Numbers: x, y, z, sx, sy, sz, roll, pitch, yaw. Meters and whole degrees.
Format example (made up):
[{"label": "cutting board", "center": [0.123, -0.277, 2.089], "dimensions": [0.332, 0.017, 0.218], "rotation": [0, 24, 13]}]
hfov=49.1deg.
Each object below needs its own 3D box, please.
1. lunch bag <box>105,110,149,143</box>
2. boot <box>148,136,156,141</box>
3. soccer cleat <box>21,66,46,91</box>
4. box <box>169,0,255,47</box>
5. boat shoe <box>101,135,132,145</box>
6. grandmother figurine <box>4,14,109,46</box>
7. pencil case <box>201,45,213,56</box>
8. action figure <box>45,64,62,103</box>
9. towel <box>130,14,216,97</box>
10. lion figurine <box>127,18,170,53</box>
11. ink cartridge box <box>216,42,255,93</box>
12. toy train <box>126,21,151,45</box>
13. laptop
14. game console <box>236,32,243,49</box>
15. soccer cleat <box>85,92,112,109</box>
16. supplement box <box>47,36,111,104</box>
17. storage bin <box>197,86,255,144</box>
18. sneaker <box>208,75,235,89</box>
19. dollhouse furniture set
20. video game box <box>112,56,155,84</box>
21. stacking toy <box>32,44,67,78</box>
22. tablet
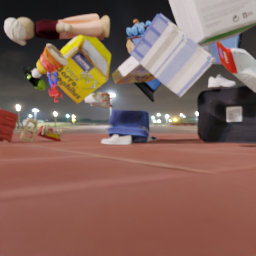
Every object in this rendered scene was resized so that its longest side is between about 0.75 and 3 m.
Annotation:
[{"label": "lunch bag", "center": [-0.028, 0.023, 10.016], "dimensions": [1.567, 1.037, 1.064], "rotation": [2, -21, 9]}, {"label": "boot", "center": [0.905, 0.440, 12.561], "dimensions": [0.767, 0.282, 0.367], "rotation": [1, -8, -33]}, {"label": "soccer cleat", "center": [-3.267, -1.732, 9.461], "dimensions": [1.223, 0.413, 0.496], "rotation": [44, 8, 17]}, {"label": "box", "center": [1.998, -2.861, 6.561], "dimensions": [1.559, 1.566, 1.342], "rotation": [-19, 5, -5]}, {"label": "boat shoe", "center": [-0.381, 0.380, 9.237], "dimensions": [0.992, 0.326, 0.357], "rotation": [0, -1, 9]}, {"label": "grandmother figurine", "center": [-1.916, -2.667, 7.562], "dimensions": [2.618, 0.793, 1.588], "rotation": [-9, 3, -22]}, {"label": "pencil case", "center": [1.925, -2.905, 8.321], "dimensions": [0.848, 2.039, 0.925], "rotation": [-16, 14, -7]}, {"label": "action figure", "center": [-1.852, -1.064, 7.011], "dimensions": [0.308, 0.943, 0.467], "rotation": [-8, -6, -11]}, {"label": "towel", "center": [0.961, -1.584, 6.252], "dimensions": [1.607, 1.180, 0.191], "rotation": [40, 30, 0]}, {"label": "lion figurine", "center": [0.846, -3.419, 10.517], "dimensions": [2.017, 1.235, 0.731], "rotation": [-15, -12, -12]}, {"label": "ink cartridge box", "center": [3.707, -2.207, 9.320], "dimensions": [1.853, 1.483, 0.438], "rotation": [31, -47, -25]}, {"label": "toy train", "center": [0.375, -2.713, 8.205], "dimensions": [0.469, 0.618, 1.082], "rotation": [-35, 27, -25]}, {"label": "laptop", "center": [0.822, -2.520, 12.846], "dimensions": [1.192, 2.046, 2.308], "rotation": [-43, 13, 16]}, {"label": "game console", "center": [3.497, -3.202, 10.354], "dimensions": [1.435, 1.623, 0.252], "rotation": [-2, 30, 1]}, {"label": "soccer cleat", "center": [-1.254, -1.238, 12.451], "dimensions": [0.825, 0.737, 2.127], "rotation": [-4, -2, 11]}, {"label": "supplement box", "center": [-1.766, -2.496, 10.819], "dimensions": [1.540, 1.530, 2.812], "rotation": [-35, 27, 21]}, {"label": "storage bin", "center": [4.253, -0.456, 10.486], "dimensions": [2.987, 2.019, 1.400], "rotation": [-1, -1, 38]}, {"label": "sneaker", "center": [3.486, -1.729, 10.381], "dimensions": [1.026, 0.510, 0.400], "rotation": [-1, -1, -6]}, {"label": "dollhouse furniture set", "center": [-4.165, 0.194, 11.160], "dimensions": [2.686, 1.092, 1.446], "rotation": [20, -12, -30]}, {"label": "video game box", "center": [0.794, -2.416, 10.781], "dimensions": [2.033, 0.522, 2.232], "rotation": [-9, -14, -38]}, {"label": "stacking toy", "center": [-2.386, -1.824, 8.180], "dimensions": [1.075, 0.785, 0.785], "rotation": [-39, -10, 11]}, {"label": "tablet", "center": [3.230, -3.277, 9.831], "dimensions": [1.313, 2.018, 0.138], "rotation": [-2, 12, -14]}]
